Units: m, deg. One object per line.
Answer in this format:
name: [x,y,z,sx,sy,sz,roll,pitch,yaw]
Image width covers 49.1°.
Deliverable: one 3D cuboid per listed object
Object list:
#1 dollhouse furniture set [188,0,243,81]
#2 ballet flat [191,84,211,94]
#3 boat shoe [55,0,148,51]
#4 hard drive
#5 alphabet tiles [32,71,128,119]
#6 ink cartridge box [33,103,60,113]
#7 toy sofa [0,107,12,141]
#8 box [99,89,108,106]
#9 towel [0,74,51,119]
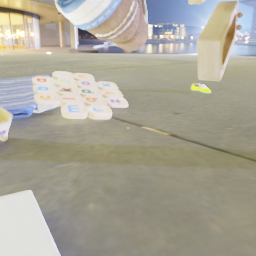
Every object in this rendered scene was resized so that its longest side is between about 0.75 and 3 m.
dollhouse furniture set: [2.745,-2.577,5.465,2.426,2.977,2.831,9,44,25]
ballet flat: [3.117,-1.714,11.985,0.343,0.344,1.027,-11,21,-31]
boat shoe: [-0.335,-1.630,3.211,0.864,0.866,2.393,-32,44,23]
hard drive: [-2.073,1.395,2.102,2.991,0.399,1.973,-10,20,-27]
alphabet tiles: [-1.504,-1.080,8.708,2.764,0.206,2.826,0,34,-23]
ink cartridge box: [-3.210,-1.271,10.222,2.767,0.563,2.772,10,20,28]
toy sofa: [-3.327,0.227,5.296,0.902,1.063,2.178,29,23,7]
box: [-1.176,-1.005,9.556,0.797,0.456,0.876,-11,21,-27]
towel: [-3.565,-0.998,8.380,2.053,0.338,2.836,-6,32,1]
